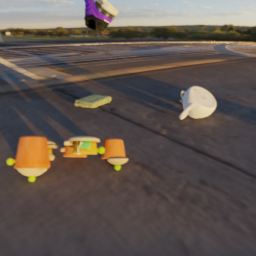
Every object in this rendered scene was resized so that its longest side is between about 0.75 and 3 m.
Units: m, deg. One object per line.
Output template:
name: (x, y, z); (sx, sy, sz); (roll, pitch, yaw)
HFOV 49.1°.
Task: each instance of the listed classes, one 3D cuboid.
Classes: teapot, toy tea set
teapot: (2.534, -0.821, 10.503); (1.339, 0.978, 1.321); (15, 46, -17)
toy tea set: (-1.416, 0.782, 6.872); (2.790, 1.033, 1.659); (-1, -8, 6)

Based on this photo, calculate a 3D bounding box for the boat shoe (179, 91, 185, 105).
boat shoe: (2.566, -1.239, 12.230); (0.460, 0.404, 1.293); (-1, 23, -8)

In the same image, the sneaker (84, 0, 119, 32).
sneaker: (-1.294, -4.227, 10.134); (0.798, 1.142, 2.295); (13, 30, -42)

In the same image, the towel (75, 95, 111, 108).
towel: (-1.516, -1.151, 12.199); (1.072, 0.264, 1.445); (12, 25, 29)
